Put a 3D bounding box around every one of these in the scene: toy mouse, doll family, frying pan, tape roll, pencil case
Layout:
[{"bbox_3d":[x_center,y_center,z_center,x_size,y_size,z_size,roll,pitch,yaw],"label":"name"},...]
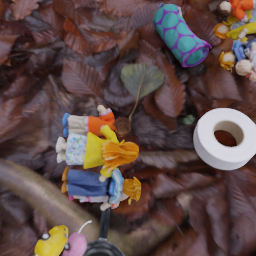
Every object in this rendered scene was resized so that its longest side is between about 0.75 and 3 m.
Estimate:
[{"bbox_3d":[-0.871,1.770,3.640,0.243,1.115,1.255,19,27,30],"label":"toy mouse"},{"bbox_3d":[-0.374,0.634,3.999,1.139,1.835,0.827,3,27,4],"label":"doll family"},{"bbox_3d":[2.983,-2.171,6.945,1.565,1.136,2.521,-16,75,18],"label":"doll family"},{"bbox_3d":[-0.784,2.838,6.380,1.334,0.359,2.206,-14,60,-9],"label":"frying pan"},{"bbox_3d":[2.665,0.284,7.694,1.667,0.583,1.667,0,61,0],"label":"tape roll"},{"bbox_3d":[1.723,-3.125,9.368,1.076,0.991,2.329,-38,62,22],"label":"pencil case"}]
